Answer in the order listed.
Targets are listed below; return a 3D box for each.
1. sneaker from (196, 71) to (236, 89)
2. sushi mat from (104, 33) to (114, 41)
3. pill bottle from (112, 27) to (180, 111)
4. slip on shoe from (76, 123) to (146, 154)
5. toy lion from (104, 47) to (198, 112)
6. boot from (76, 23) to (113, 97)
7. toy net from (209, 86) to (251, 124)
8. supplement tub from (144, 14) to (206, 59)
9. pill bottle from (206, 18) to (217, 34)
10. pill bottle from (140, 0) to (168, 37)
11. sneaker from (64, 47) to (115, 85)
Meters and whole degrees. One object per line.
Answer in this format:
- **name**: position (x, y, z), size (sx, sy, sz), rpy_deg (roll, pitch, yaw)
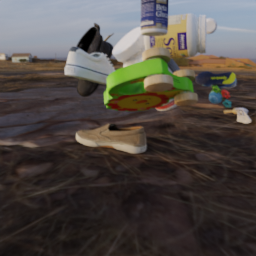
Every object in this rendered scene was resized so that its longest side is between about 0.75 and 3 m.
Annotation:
- **sneaker**: position (3.664, -1.933, 11.679), size (1.739, 0.643, 0.715), rpy_deg (14, -6, 39)
- **sushi mat**: position (-1.014, -4.338, 13.599), size (0.390, 0.049, 0.816), rpy_deg (-38, 9, -36)
- **pill bottle**: position (0.864, -2.093, 10.177), size (1.656, 2.859, 1.656), rpy_deg (-32, 30, 22)
- **slip on shoe**: position (-0.680, 0.245, 10.420), size (2.934, 0.889, 1.115), rpy_deg (10, 18, 32)
- **toy lion**: position (0.374, -1.020, 7.781), size (2.664, 0.954, 2.779), rpy_deg (-11, -13, 30)
- **boot**: position (-1.669, -2.609, 11.276), size (1.001, 2.892, 2.518), rpy_deg (28, 10, 8)
- **toy net**: position (3.081, -0.715, 8.347), size (1.480, 0.777, 0.286), rpy_deg (37, 57, 19)
- **supplement tub**: position (1.448, -2.730, 8.428), size (1.737, 1.263, 1.263), rpy_deg (0, 15, 18)
- **pill bottle**: position (3.362, -4.235, 11.681), size (0.620, 0.620, 1.135), rpy_deg (3, 19, 9)
- **pill bottle**: position (0.576, -2.607, 6.122), size (0.608, 1.094, 0.608), rpy_deg (0, 10, 0)
- **sneaker**: position (-0.836, -1.896, 8.956), size (0.978, 0.948, 2.678), rpy_deg (14, 6, 33)
